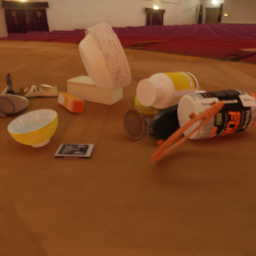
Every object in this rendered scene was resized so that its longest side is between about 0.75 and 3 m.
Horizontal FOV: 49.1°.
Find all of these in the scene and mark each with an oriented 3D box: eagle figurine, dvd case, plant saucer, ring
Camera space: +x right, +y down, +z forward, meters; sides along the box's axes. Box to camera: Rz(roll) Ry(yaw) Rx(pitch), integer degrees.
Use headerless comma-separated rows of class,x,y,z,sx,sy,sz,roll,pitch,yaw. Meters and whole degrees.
eagle figurine,-5.822,-1.710,13.728,1.981,1.495,1.503,28,44,28
dvd case,-1.762,0.773,9.286,1.144,0.141,0.860,2,23,2
plant saucer,0.196,-0.127,10.278,0.172,1.165,1.165,-16,8,42
ring,1.638,0.082,8.076,2.656,2.656,0.255,-25,71,-44

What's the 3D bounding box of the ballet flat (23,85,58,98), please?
ballet flat,-4.813,-1.997,15.017,2.115,0.659,0.713,-2,24,-4

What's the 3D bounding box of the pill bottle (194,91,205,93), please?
pill bottle,2.945,-0.842,11.561,0.722,1.286,0.722,-1,24,0

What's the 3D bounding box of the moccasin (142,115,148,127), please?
moccasin,0.566,-0.124,11.143,0.362,0.427,1.061,11,39,10

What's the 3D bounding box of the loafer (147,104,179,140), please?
loafer,1.328,-0.169,10.704,0.986,0.993,2.729,-10,11,35

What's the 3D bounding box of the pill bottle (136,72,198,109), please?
pill bottle,1.794,-1.718,12.825,2.862,1.593,1.593,-12,26,-42

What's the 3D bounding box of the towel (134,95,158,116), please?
towel,0.854,-1.105,13.576,1.114,0.234,2.589,5,23,1

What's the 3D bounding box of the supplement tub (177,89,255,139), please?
supplement tub,3.383,-0.548,10.385,2.738,1.677,1.677,-8,25,-15

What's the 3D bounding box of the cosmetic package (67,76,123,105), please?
cosmetic package,-1.736,-1.999,14.630,2.644,0.966,1.369,11,26,24

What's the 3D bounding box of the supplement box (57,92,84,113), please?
supplement box,-2.737,-1.232,13.261,0.580,0.600,1.743,2,19,-37

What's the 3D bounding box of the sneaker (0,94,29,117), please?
sneaker,-5.870,-1.039,12.432,2.820,1.051,1.228,-5,19,-13

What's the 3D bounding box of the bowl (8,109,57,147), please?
bowl,-3.157,0.124,9.680,1.663,0.895,1.663,-9,29,5

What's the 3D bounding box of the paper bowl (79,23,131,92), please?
paper bowl,-1.139,-2.985,12.374,1.514,2.912,2.912,-24,28,-9
